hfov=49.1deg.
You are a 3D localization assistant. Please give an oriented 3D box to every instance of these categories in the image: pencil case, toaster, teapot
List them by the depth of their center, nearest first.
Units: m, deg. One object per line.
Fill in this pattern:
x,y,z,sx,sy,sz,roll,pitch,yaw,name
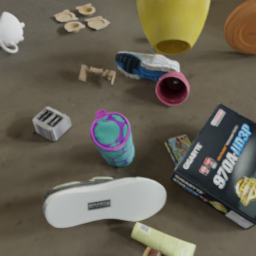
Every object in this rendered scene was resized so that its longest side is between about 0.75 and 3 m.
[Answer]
-0.348,0.366,7.205,0.946,2.222,1.027,-22,72,-4,pencil case
-2.401,-0.107,8.710,0.879,0.577,0.973,26,54,22,toaster
-4.945,-3.943,11.706,1.480,1.095,1.500,28,92,57,teapot

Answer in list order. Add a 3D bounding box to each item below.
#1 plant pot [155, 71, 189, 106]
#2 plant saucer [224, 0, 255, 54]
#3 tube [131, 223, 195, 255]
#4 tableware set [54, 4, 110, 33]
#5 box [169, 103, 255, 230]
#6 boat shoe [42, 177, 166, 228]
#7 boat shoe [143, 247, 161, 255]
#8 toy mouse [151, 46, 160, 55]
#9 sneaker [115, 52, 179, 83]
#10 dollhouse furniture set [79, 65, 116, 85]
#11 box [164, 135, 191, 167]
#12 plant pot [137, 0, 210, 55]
1.559,-1.448,9.623,1.100,1.100,0.984,12,33,10,plant pot
4.972,-3.732,10.576,2.533,2.533,0.409,7,59,6,plant saucer
0.784,2.673,6.480,1.453,0.377,0.422,20,95,13,tube
-2.232,-5.175,13.296,2.070,0.288,2.479,-24,53,-19,tableware set
2.786,0.886,7.557,2.249,0.651,2.830,33,58,15,box
-0.531,1.636,6.791,2.988,1.056,0.951,2,10,-23,boat shoe
0.383,3.491,5.463,0.741,0.742,2.109,6,57,24,boat shoe
1.062,-3.213,11.410,0.154,0.709,0.798,-29,25,24,toy mouse
0.756,-2.393,10.590,2.522,0.945,1.093,18,45,4,sneaker
-1.088,-1.883,10.355,1.247,0.647,0.552,13,90,10,dollhouse furniture set
1.621,0.815,8.132,0.696,0.219,1.264,-14,52,-12,box
1.467,-3.476,9.316,2.445,2.445,1.735,2,81,2,plant pot
